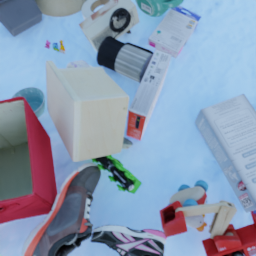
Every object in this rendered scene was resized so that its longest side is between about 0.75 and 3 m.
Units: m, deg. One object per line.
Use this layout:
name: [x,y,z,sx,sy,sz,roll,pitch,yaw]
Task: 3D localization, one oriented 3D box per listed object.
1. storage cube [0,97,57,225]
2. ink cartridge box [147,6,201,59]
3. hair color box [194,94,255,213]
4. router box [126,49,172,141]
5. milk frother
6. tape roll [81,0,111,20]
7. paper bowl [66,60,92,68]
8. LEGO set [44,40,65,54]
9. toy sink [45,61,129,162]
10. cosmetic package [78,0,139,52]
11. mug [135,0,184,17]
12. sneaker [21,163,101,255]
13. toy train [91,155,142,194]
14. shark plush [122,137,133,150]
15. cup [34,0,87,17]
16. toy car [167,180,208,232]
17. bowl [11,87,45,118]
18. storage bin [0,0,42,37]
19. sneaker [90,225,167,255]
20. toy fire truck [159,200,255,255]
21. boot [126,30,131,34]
storage cube: [-3.121,1.015,6.731,2.248,2.364,2.629,-12,66,-6]
ink cartridge box: [1.655,-3.437,9.880,1.158,0.407,1.940,30,71,10]
hair color box: [3.213,0.632,7.718,1.447,0.886,2.924,-20,66,-9]
router box: [0.542,-0.834,7.804,0.483,1.775,1.977,21,68,6]
milk frother: [0.073,-2.532,8.701,1.634,1.737,1.567,27,60,16]
tape roll: [-0.952,-4.332,10.199,1.529,0.279,1.529,-5,60,9]
paper bowl: [-1.331,-1.397,8.456,0.671,1.289,1.289,-20,65,-29]
LEGO set: [-2.318,-2.729,9.214,0.317,0.830,0.341,-5,84,34]
toy sink: [-1.144,-0.610,7.331,1.416,1.648,2.528,-9,36,-27]
cosmetic package: [-0.605,-3.476,9.292,1.814,0.938,0.792,-36,71,-1]
mug: [0.921,-4.452,9.416,1.334,1.623,1.004,45,79,-25]
sneaker: [-1.196,2.133,6.639,1.170,1.101,2.856,13,52,24]
toy train: [-0.548,0.876,7.358,2.394,0.675,0.500,39,95,39]
shark plush: [-0.305,0.201,8.016,0.497,0.455,1.093,1,47,-49]
cup: [-2.583,-5.554,10.129,2.421,1.731,2.421,0,66,-1]
toy car: [1.679,2.105,7.048,1.135,1.004,1.046,59,38,-6]
bowl: [-2.956,-0.647,8.448,1.078,0.564,1.078,-2,57,3]
storage bin: [-3.858,-4.005,9.870,1.591,1.158,1.068,-37,98,-16]
sneaker: [-0.018,2.766,6.549,1.839,0.739,0.794,2,59,9]
toy fire truck: [2.132,2.240,6.360,2.464,0.601,1.738,-22,110,8]
boot: [-0.351,-3.518,9.980,0.489,0.377,1.009,-42,62,-7]
